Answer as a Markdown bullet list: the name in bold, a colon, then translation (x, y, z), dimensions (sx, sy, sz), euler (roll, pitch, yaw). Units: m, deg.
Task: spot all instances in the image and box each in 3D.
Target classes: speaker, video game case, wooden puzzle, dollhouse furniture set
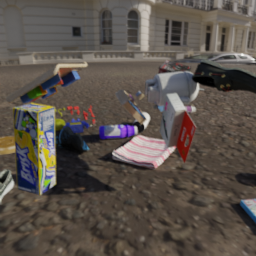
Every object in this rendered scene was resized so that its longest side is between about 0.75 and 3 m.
- **speaker**: translation (0.748, -0.316, 15.823), dimensions (0.709, 0.709, 1.746), euler (4, 20, 12)
- **video game case**: translation (4.775, 2.588, 8.339), dimensions (2.223, 0.198, 1.591), euler (-2, 19, -7)
- **wooden puzzle**: translation (-2.469, -1.397, 8.987), dimensions (2.068, 0.517, 2.232), euler (-26, 9, 20)
- **dollhouse furniture set**: translation (0.796, -1.824, 13.286), dimensions (2.424, 1.582, 2.289), euler (-40, 38, 7)

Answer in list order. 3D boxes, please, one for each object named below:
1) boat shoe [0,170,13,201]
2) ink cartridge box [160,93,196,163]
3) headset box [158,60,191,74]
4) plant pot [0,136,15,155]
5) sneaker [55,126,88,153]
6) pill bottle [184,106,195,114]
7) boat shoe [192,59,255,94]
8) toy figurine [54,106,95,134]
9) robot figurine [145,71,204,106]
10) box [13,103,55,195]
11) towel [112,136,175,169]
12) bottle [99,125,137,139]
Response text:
- **boat shoe**: translation (-4.435, 2.029, 9.136), dimensions (0.730, 0.718, 2.025), euler (0, 19, 1)
- **ink cartridge box**: translation (1.506, 0.056, 8.873), dimensions (0.382, 1.755, 1.523), euler (-9, 48, -11)
- **headset box**: translation (2.021, -2.521, 12.595), dimensions (1.347, 0.505, 1.001), euler (21, 41, 17)
- **plant pot**: translation (-5.839, 0.777, 13.410), dimensions (1.904, 0.262, 1.904), euler (1, 19, 0)
- **sneaker**: translation (-2.681, 0.715, 13.040), dimensions (0.997, 0.891, 2.433), euler (-34, 30, -23)
- **pill bottle**: translation (4.042, -1.202, 18.713), dimensions (0.836, 0.469, 0.469), euler (-4, 20, -11)
- **boat shoe**: translation (3.492, -1.627, 9.799), dimensions (1.058, 0.907, 2.893), euler (33, 0, -42)
- **toy figurine**: translation (-3.009, -0.260, 14.926), dimensions (2.539, 1.339, 1.521), euler (-5, 25, -10)
- **robot figurine**: translation (1.851, -1.588, 11.359), dimensions (2.283, 1.289, 1.936), euler (-8, 49, -8)
- **box**: translation (-2.332, 0.528, 7.069), dimensions (0.760, 2.169, 0.697), euler (10, 17, 19)
- **towel**: translation (0.817, 0.957, 12.645), dimensions (2.084, 0.426, 2.848), euler (11, 22, 26)
- **bottle**: translation (-0.514, 0.200, 14.458), dimensions (1.938, 0.633, 0.810), euler (-3, 18, -7)
